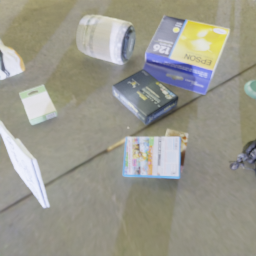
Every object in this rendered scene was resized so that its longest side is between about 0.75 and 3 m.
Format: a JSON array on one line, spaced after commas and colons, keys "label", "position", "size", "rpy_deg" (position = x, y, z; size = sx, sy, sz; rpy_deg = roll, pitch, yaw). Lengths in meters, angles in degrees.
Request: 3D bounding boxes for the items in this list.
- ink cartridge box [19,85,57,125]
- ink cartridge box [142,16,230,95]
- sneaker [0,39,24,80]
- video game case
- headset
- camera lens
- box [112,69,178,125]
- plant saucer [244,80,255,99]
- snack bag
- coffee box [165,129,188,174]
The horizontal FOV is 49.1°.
[{"label": "ink cartridge box", "position": [-3.202, -0.828, 9.946], "size": [0.940, 0.310, 1.291], "rpy_deg": [-23, 63, -16]}, {"label": "ink cartridge box", "position": [2.190, -2.980, 11.035], "size": [2.749, 0.654, 2.782], "rpy_deg": [20, 70, 16]}, {"label": "sneaker", "position": [-5.471, -2.943, 11.237], "size": [2.816, 1.065, 1.234], "rpy_deg": [36, 60, 25]}, {"label": "video game case", "position": [0.687, 0.847, 8.197], "size": [1.657, 0.148, 1.186], "rpy_deg": [-1, 72, 18]}, {"label": "headset", "position": [3.975, 0.873, 8.227], "size": [2.293, 1.077, 1.416], "rpy_deg": [-9, 51, -21]}, {"label": "camera lens", "position": [-0.830, -3.577, 11.337], "size": [2.067, 1.654, 1.654], "rpy_deg": [18, 54, 14]}, {"label": "box", "position": [0.596, -1.185, 10.200], "size": [1.543, 0.499, 1.956], "rpy_deg": [-32, 58, -22]}, {"label": "plant saucer", "position": [4.992, -1.490, 10.647], "size": [1.068, 0.192, 1.068], "rpy_deg": [0, 52, 0]}, {"label": "snack bag", "position": [-2.770, 0.964, 7.424], "size": [0.212, 1.869, 1.982], "rpy_deg": [-30, 46, -30]}, {"label": "coffee box", "position": [1.424, 0.715, 8.682], "size": [0.698, 0.487, 1.221], "rpy_deg": [12, 54, 5]}]
